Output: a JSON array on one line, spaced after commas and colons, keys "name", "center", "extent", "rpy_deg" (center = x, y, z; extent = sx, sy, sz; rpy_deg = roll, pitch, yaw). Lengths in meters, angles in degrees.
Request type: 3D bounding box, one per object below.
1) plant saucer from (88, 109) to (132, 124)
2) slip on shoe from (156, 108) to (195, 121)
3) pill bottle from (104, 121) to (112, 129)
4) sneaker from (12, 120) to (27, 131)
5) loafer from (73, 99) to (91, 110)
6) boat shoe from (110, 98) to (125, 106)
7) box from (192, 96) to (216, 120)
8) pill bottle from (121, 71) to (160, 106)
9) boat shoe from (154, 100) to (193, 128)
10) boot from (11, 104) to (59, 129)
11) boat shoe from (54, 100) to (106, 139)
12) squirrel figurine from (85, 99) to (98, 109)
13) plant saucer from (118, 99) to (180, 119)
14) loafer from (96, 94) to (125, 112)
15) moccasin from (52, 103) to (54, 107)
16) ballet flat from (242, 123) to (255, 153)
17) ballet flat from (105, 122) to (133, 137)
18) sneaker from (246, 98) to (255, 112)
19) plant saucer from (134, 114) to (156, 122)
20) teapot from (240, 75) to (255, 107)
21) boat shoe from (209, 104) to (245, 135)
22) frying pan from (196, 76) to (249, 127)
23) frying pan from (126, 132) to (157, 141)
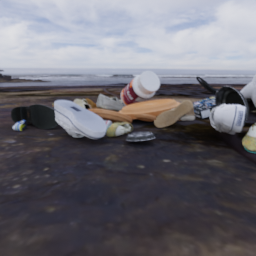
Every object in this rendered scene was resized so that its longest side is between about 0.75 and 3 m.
[{"name": "plant saucer", "center": [-0.738, -0.353, 10.681], "extent": [1.760, 0.284, 1.760], "rpy_deg": [10, -9, 2]}, {"name": "slip on shoe", "center": [2.003, -0.634, 12.505], "extent": [2.196, 0.665, 0.835], "rpy_deg": [-4, 12, -18]}, {"name": "pill bottle", "center": [-1.016, -0.041, 10.033], "extent": [0.814, 0.471, 0.471], "rpy_deg": [4, 12, 21]}, {"name": "sneaker", "center": [-4.113, -0.099, 10.678], "extent": [0.350, 0.315, 0.851], "rpy_deg": [-3, 12, 1]}, {"name": "loafer", "center": [-2.007, -0.675, 12.128], "extent": [0.871, 0.965, 2.550], "rpy_deg": [0, 17, 2]}, {"name": "boat shoe", "center": [-0.743, -1.411, 16.234], "extent": [2.399, 0.751, 0.854], "rpy_deg": [1, 11, 8]}, {"name": "box", "center": [3.955, -1.029, 13.859], "extent": [1.682, 0.487, 2.116], "rpy_deg": [-18, 13, -5]}, {"name": "pill bottle", "center": [0.620, -1.985, 14.790], "extent": [1.324, 1.324, 2.319], "rpy_deg": [-6, -14, -27]}, {"name": "boat shoe", "center": [1.806, -0.487, 11.098], "extent": [1.679, 0.604, 0.544], "rpy_deg": [-34, -17, 1]}, {"name": "boot", "center": [-3.300, -0.635, 11.960], "extent": [2.708, 0.937, 2.357], "rpy_deg": [8, 11, 28]}, {"name": "boat shoe", "center": [-1.622, -0.124, 9.239], "extent": [0.976, 0.867, 2.653], "rpy_deg": [-6, 27, -36]}, {"name": "squirrel figurine", "center": [-1.756, -1.008, 14.674], "extent": [1.135, 0.803, 1.059], "rpy_deg": [18, 5, 13]}, {"name": "plant saucer", "center": [0.944, -0.894, 12.656], "extent": [2.834, 0.457, 2.834], "rpy_deg": [-9, 11, 2]}, {"name": "loafer", "center": [-0.634, -1.189, 14.122], "extent": [2.115, 0.738, 0.740], "rpy_deg": [10, -4, -43]}, {"name": "moccasin", "center": [-3.616, -1.039, 14.466], "extent": [0.661, 0.698, 1.807], "rpy_deg": [-1, 11, -5]}, {"name": "ballet flat", "center": [3.812, 0.210, 8.291], "extent": [0.699, 0.699, 1.977], "rpy_deg": [6, 13, 30]}, {"name": "ballet flat", "center": [-0.247, 0.054, 9.657], "extent": [0.487, 0.487, 1.379], "rpy_deg": [6, 10, 27]}, {"name": "sneaker", "center": [6.243, -1.177, 14.666], "extent": [2.921, 1.092, 1.551], "rpy_deg": [-9, 14, 11]}, {"name": "plant saucer", "center": [0.582, -0.341, 9.541], "extent": [0.760, 0.123, 0.760], "rpy_deg": [10, -8, 1]}, {"name": "teapot", "center": [7.152, -1.559, 13.343], "extent": [2.957, 2.996, 2.188], "rpy_deg": [-35, -18, -17]}, {"name": "boat shoe", "center": [3.143, -0.364, 9.107], "extent": [0.942, 1.060, 2.881], "rpy_deg": [11, -2, 15]}, {"name": "frying pan", "center": [3.584, -0.956, 10.686], "extent": [0.441, 1.639, 2.709], "rpy_deg": [-19, 29, -16]}, {"name": "frying pan", "center": [0.608, 0.234, 8.715], "extent": [1.487, 0.242, 0.899], "rpy_deg": [-10, 8, -35]}]
